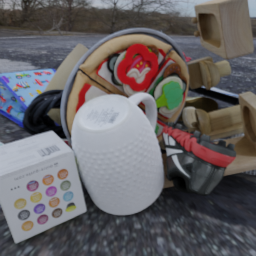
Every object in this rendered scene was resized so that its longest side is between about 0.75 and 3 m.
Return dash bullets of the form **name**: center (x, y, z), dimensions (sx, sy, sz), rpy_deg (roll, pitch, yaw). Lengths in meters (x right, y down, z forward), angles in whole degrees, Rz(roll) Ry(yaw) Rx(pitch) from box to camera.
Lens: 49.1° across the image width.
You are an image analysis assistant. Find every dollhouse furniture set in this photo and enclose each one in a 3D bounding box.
- **dollhouse furniture set**: center (1.229, -0.894, 6.039), dimensions (2.419, 2.969, 2.823), rpy_deg (-14, 21, 8)

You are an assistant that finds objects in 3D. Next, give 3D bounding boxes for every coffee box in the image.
- **coffee box**: center (-1.506, 0.876, 4.583), dimensions (1.160, 1.149, 1.162), rpy_deg (-18, 23, -25)

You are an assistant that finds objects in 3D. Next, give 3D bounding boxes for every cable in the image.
- **cable**: center (-1.223, -0.177, 6.430), dimensions (2.143, 0.667, 2.627), rpy_deg (-2, -18, -7)

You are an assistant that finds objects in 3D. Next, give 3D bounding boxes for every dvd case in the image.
- **dvd case**: center (3.221, -0.959, 8.887), dimensions (2.994, 0.263, 2.136), rpy_deg (27, 19, 39)

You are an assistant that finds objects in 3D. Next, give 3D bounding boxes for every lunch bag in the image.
- **lunch bag**: center (-2.603, -0.811, 9.062), dimensions (2.172, 1.357, 2.885), rpy_deg (-18, 37, -43)

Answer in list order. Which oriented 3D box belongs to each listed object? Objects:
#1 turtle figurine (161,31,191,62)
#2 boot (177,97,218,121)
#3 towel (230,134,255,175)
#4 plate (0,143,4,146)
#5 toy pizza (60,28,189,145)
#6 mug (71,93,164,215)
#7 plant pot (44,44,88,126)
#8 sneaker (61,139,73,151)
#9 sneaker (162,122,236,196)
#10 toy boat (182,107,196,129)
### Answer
- **turtle figurine**: center (0.803, -1.032, 7.157), dimensions (1.305, 2.592, 1.940), rpy_deg (16, 27, 22)
- **boot**: center (1.632, -0.698, 9.183), dimensions (2.230, 0.804, 1.724), rpy_deg (-4, 14, -28)
- **towel**: center (2.727, 0.602, 6.320), dimensions (1.007, 0.520, 1.216), rpy_deg (7, 27, 20)
- **plate**: center (-3.160, 0.744, 5.541), dimensions (1.592, 0.203, 1.592), rpy_deg (3, 32, -2)
- **toy pizza**: center (0.123, -0.460, 5.707), dimensions (2.981, 2.981, 0.472), rpy_deg (-12, 34, -27)
- **mug**: center (-0.063, 0.219, 4.831), dimensions (1.445, 1.716, 1.957), rpy_deg (17, 51, 31)
- **plant pot**: center (-1.308, -0.897, 6.862), dimensions (1.677, 1.570, 1.570), rpy_deg (-42, 32, -5)
- **sneaker**: center (-1.910, 0.491, 6.338), dimensions (1.645, 0.663, 0.614), rpy_deg (-5, 25, -10)
- **sneaker**: center (1.030, 0.540, 5.113), dimensions (0.795, 1.099, 2.250), rpy_deg (18, 6, -13)
- **toy boat**: center (1.845, -0.245, 7.702), dimensions (0.756, 0.636, 0.351), rpy_deg (2, -15, -11)
